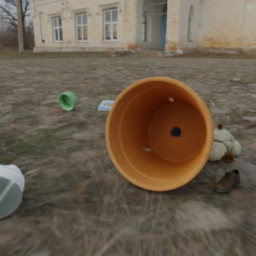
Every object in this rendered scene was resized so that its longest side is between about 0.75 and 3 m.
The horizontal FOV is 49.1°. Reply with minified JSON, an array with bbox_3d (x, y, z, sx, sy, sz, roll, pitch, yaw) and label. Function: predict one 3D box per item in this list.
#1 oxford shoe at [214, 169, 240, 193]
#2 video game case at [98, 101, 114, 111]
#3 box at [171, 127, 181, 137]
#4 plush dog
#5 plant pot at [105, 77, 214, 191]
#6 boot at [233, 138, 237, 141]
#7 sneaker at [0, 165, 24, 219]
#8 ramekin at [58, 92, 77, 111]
[{"bbox_3d":[1.994,1.052,5.674,0.308,0.358,0.849,13,23,41],"label":"oxford shoe"},{"bbox_3d":[-0.557,-0.984,12.468,1.353,0.164,1.486,1,18,4],"label":"video game case"},{"bbox_3d":[1.391,-0.353,9.335,1.601,0.833,1.458,6,17,18],"label":"box"},{"bbox_3d":[2.263,0.456,7.106,1.072,0.860,0.921,8,44,27],"label":"plush dog"},{"bbox_3d":[0.834,0.125,6.078,2.204,2.204,1.543,9,4,27],"label":"plant pot"},{"bbox_3d":[2.572,0.289,8.028,0.952,0.335,0.681,4,5,-16],"label":"boot"},{"bbox_3d":[-3.241,1.068,4.893,2.787,0.980,1.117,4,10,-12],"label":"sneaker"},{"bbox_3d":[-2.539,-1.156,11.862,0.772,0.772,0.377,9,32,27],"label":"ramekin"}]
